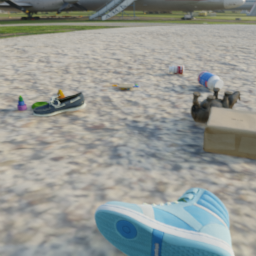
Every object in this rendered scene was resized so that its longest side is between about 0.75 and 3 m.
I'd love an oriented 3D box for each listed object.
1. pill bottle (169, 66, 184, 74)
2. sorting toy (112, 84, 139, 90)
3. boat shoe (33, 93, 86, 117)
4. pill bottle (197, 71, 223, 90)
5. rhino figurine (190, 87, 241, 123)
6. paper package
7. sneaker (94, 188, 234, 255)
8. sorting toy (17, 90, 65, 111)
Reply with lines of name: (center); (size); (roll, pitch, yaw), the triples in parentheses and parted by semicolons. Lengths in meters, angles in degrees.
pill bottle: (2.786, -3.355, 16.195); (0.855, 0.483, 0.483); (2, 26, 5)
sorting toy: (-0.119, -2.015, 13.785); (1.357, 0.185, 0.764); (2, 22, 4)
boat shoe: (-2.686, -0.917, 10.848); (2.037, 0.630, 0.763); (-10, 31, -4)
pill bottle: (4.024, -2.280, 13.692); (0.706, 0.706, 1.258); (-11, 30, -22)
rhino figurine: (3.278, -0.853, 10.240); (2.621, 1.146, 0.784); (-14, 36, -33)
paper package: (3.288, 0.101, 8.552); (1.766, 0.913, 1.683); (8, 27, 18)
sneaker: (0.726, 1.676, 5.286); (2.461, 0.979, 1.607); (17, 31, 13)
sorting toy: (-3.469, -1.169, 11.422); (2.075, 0.715, 0.719); (-6, 27, -14)
